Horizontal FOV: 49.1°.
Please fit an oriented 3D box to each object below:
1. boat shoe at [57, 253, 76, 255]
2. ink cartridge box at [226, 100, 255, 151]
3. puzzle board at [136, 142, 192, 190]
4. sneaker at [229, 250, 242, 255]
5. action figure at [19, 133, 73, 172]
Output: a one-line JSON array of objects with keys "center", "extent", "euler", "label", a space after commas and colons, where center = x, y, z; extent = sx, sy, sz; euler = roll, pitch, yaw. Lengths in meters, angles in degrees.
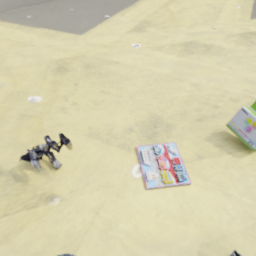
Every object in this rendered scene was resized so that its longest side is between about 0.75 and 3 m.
[{"center": [-0.644, 3.155, 5.727], "extent": [2.349, 1.066, 0.831], "euler": [-1, 39, -1], "label": "boat shoe"}, {"center": [4.321, -0.305, 9.190], "extent": [0.659, 1.740, 1.286], "euler": [-4, 46, -45], "label": "ink cartridge box"}, {"center": [1.075, 1.134, 8.923], "extent": [1.391, 0.161, 1.846], "euler": [-5, 39, -6], "label": "puzzle board"}, {"center": [2.444, 3.116, 6.261], "extent": [0.297, 0.457, 0.792], "euler": [0, 39, 0], "label": "sneaker"}, {"center": [-2.547, 0.873, 8.510], "extent": [1.101, 1.853, 0.946], "euler": [-10, 73, -50], "label": "action figure"}]
